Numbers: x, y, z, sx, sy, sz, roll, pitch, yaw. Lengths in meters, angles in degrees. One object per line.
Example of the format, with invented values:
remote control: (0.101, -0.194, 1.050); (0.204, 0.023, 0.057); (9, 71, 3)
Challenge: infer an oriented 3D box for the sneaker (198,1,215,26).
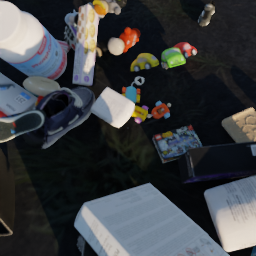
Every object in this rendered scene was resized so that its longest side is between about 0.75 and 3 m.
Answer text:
sneaker: (3.240, -4.741, 11.491); (0.446, 0.608, 1.343); (24, 61, 16)

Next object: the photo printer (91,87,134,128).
photo printer: (-0.429, -0.595, 8.462); (1.124, 0.390, 0.935); (32, 79, 18)

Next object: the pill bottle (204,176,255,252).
pill bottle: (3.134, 1.761, 6.313); (2.474, 1.414, 1.414); (-18, 58, 8)

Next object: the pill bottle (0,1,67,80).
pill bottle: (-3.078, -2.514, 8.552); (1.530, 2.813, 1.530); (-1, 81, 9)

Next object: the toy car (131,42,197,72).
toy car: (1.286, -2.319, 9.067); (2.432, 0.542, 2.288); (-16, 17, -1)

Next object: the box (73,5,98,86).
box: (-1.412, -2.718, 9.347); (0.495, 0.530, 2.559); (9, 94, 44)

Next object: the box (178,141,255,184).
box: (2.429, 0.929, 7.339); (1.947, 1.374, 0.768); (-6, 75, -3)

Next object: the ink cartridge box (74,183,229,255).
ink cartridge box: (0.522, 1.966, 4.657); (2.318, 0.548, 1.855); (39, 25, 33)

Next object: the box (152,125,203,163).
box: (1.474, 0.462, 8.367); (1.266, 0.253, 0.867); (-16, 59, -10)

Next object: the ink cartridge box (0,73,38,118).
ink cartridge box: (-4.192, -0.727, 9.014); (2.057, 0.460, 1.812); (32, 62, 19)

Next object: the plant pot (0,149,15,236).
plant pot: (-3.932, 1.380, 6.810); (2.028, 2.023, 1.799); (-6, 42, 2)

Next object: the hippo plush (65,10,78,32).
hippo plush: (-2.039, -4.335, 11.079); (1.094, 0.871, 0.880); (-27, 62, -16)

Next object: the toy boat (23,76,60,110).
toy boat: (-2.748, -1.043, 8.801); (1.169, 0.646, 1.390); (15, 39, -22)

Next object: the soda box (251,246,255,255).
soda box: (2.863, 3.696, 6.028); (0.744, 0.704, 2.194); (26, 60, 16)

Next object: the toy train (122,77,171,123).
toy train: (0.519, -0.781, 8.986); (1.241, 0.459, 1.652); (-34, 77, -14)

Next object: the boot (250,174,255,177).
boot: (3.707, 1.659, 7.074); (0.837, 1.086, 2.241); (3, 56, -2)

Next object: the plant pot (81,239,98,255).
plant pot: (0.113, 3.160, 4.993); (2.163, 2.438, 2.432); (10, 19, -5)

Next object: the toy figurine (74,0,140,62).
toy figurine: (-0.802, -3.393, 9.612); (1.976, 1.945, 1.375); (3, 35, 48)

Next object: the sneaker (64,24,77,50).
sneaker: (-1.881, -3.254, 10.570); (0.630, 0.609, 1.510); (-25, 75, -47)

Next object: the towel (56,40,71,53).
towel: (-2.969, -2.758, 10.473); (1.152, 0.236, 1.575); (19, 56, 11)

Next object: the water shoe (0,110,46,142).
water shoe: (-2.635, -0.054, 6.486); (1.504, 0.538, 0.593); (-12, 14, 1)

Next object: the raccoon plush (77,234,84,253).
raccoon plush: (-0.744, 2.818, 6.798); (0.669, 0.927, 1.384); (11, 99, 23)

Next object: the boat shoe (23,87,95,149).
boat shoe: (-1.664, -0.653, 7.998); (1.089, 1.353, 2.917); (37, 44, -3)

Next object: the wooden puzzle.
wooden puzzle: (3.699, 0.143, 8.565); (1.239, 0.310, 1.338); (-23, 65, -13)
